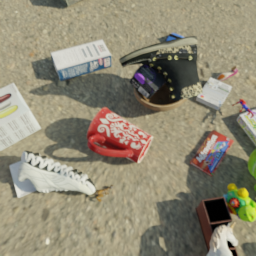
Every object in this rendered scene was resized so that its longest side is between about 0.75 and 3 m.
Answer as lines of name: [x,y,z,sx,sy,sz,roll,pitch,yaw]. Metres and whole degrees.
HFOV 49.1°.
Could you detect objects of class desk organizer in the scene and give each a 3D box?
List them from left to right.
desk organizer: [2.946,3.494,8.905,0.848,0.911,2.365,-7,57,-5]

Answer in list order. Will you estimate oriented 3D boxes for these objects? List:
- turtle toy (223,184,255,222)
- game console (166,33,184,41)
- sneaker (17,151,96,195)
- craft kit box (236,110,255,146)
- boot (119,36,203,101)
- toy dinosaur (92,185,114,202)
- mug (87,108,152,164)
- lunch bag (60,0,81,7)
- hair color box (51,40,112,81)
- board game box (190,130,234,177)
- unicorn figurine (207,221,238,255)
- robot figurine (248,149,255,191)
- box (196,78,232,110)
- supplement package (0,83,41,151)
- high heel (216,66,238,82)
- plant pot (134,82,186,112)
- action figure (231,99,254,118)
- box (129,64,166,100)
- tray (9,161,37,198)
turtle toy: [3.690,2.565,9.210,0.762,1.508,1.099,-34,101,-8]
game console: [2.617,-4.441,14.681,1.159,0.686,0.989,28,29,17]
sneaker: [-2.579,1.846,10.060,2.942,1.105,1.192,21,84,6]
craft kit box: [5.933,0.040,11.500,2.041,0.501,2.066,-21,58,-10]
boot: [1.325,-2.050,10.613,2.995,2.262,1.081,-14,16,1]
toy dinosaur: [-1.061,2.355,10.087,1.161,0.351,0.617,-11,24,-3]
mug: [-0.400,0.524,10.670,2.182,1.456,1.937,28,65,12]
lunch bag: [-3.459,-8.673,16.701,2.084,1.494,2.541,-32,56,-16]
hair color box: [-2.230,-3.265,13.478,2.617,0.792,1.309,-19,58,-12]
board game box: [3.318,0.949,11.050,0.957,0.181,1.858,31,62,20]
unicorn figurine: [2.553,3.924,7.956,2.509,0.926,1.723,-30,53,-2]
robot figurine: [5.140,1.511,9.550,1.388,2.105,2.400,2,28,-26]
box: [3.882,-1.550,12.646,1.098,0.290,1.408,28,60,18]
supplement package: [-4.892,-0.442,11.217,1.863,1.370,1.782,-31,61,-16]
high heel: [4.675,-2.448,13.250,1.109,0.532,0.374,-40,57,7]
plant pot: [1.408,-1.500,12.116,2.345,1.082,2.345,-1,56,1]
action figure: [4.681,-0.773,11.535,0.378,0.573,1.158,37,30,-27]
box: [1.122,-2.253,11.502,1.128,0.979,1.845,45,68,2]
tray: [-3.882,1.867,10.447,0.766,0.158,1.427,-22,59,-13]
